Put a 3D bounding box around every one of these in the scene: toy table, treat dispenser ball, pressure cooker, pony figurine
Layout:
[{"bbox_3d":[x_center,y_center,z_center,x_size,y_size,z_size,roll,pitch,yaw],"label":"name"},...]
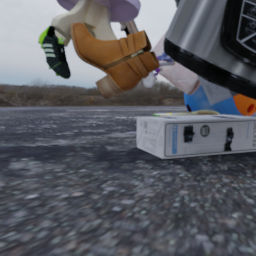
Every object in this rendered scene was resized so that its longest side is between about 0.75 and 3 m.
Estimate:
[{"bbox_3d":[-1.120,-3.035,8.126,2.718,1.592,2.498,15,-4,36],"label":"toy table"},{"bbox_3d":[3.789,-1.356,11.380,2.993,2.993,2.993,0,6,0],"label":"treat dispenser ball"},{"bbox_3d":[2.210,-2.205,4.827,2.577,2.930,2.617,-1,34,-46],"label":"pressure cooker"},{"bbox_3d":[0.631,-2.077,9.383,1.793,1.493,1.731,-20,5,-23],"label":"pony figurine"}]

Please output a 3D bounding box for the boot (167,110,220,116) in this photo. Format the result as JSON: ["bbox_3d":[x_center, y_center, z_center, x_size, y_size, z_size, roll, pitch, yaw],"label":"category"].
[{"bbox_3d":[1.959,-0.127,9.675,2.342,0.844,1.811,-4,3,22],"label":"boot"}]

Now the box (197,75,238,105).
[{"bbox_3d":[2.824,-1.940,6.837,2.570,2.004,0.529,-23,3,38],"label":"box"}]

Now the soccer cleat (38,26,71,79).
[{"bbox_3d":[-1.363,-1.440,5.312,0.471,1.162,0.392,-42,-22,30],"label":"soccer cleat"}]

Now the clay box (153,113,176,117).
[{"bbox_3d":[2.537,-0.459,14.138,2.308,0.549,1.326,-1,6,-10],"label":"clay box"}]

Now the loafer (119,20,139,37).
[{"bbox_3d":[0.024,-3.657,10.478,0.645,2.051,0.737,-31,3,-3],"label":"loafer"}]

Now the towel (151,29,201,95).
[{"bbox_3d":[2.211,-2.906,10.426,0.456,2.703,2.830,29,13,-46],"label":"towel"}]

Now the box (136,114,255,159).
[{"bbox_3d":[1.785,0.135,7.117,2.801,0.842,1.634,-3,7,-21],"label":"box"}]

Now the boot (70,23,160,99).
[{"bbox_3d":[-0.355,-2.023,7.094,1.741,2.242,0.860,-28,-3,25],"label":"boot"}]

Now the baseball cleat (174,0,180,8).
[{"bbox_3d":[1.824,-3.650,7.568,1.439,0.943,2.703,23,19,28],"label":"baseball cleat"}]
